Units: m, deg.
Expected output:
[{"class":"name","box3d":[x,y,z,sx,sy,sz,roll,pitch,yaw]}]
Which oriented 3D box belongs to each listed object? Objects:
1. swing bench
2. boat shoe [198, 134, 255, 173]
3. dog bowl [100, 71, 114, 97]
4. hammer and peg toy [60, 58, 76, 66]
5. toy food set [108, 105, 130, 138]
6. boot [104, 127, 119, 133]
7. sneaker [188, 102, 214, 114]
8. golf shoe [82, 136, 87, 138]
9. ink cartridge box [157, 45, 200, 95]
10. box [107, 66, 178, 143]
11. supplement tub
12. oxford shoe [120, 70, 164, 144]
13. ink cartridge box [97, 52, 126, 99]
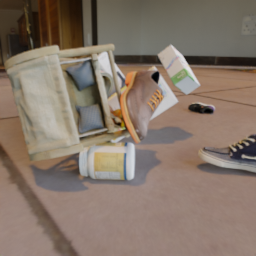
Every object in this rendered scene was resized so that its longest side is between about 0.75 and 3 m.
[{"class":"swing bench","box3d":[-1.433,-0.674,7.015,1.578,2.419,2.432,-9,7,46]},{"class":"boat shoe","box3d":[3.078,0.580,7.655,2.148,0.996,0.802,11,16,9]},{"class":"dog bowl","box3d":[-1.149,-1.489,9.932,1.273,1.273,0.469,-15,46,-41]},{"class":"hammer and peg toy","box3d":[-2.300,-1.950,10.651,0.590,1.232,1.675,37,-11,-31]},{"class":"toy food set","box3d":[-0.427,-0.386,8.377,1.566,0.314,1.081,36,22,4]},{"class":"boot","box3d":[-0.909,-0.231,9.099,0.977,0.480,1.364,48,20,20]},{"class":"sneaker","box3d":[3.733,-0.979,14.358,1.336,0.506,0.585,5,23,18]},{"class":"golf shoe","box3d":[-2.007,-0.496,11.049,0.909,1.037,2.355,-9,28,-19]},{"class":"ink cartridge box","box3d":[1.788,-2.048,9.913,0.618,1.471,1.065,-35,-29,23]},{"class":"box","box3d":[0.211,-0.848,10.074,2.712,1.374,1.525,-34,10,11]},{"class":"supplement tub","box3d":[-0.525,0.859,7.328,1.342,0.971,0.971,1,17,5]},{"class":"oxford shoe","box3d":[0.413,-0.713,7.163,0.944,0.923,2.589,-14,44,18]},{"class":"ink cartridge box","box3d":[-0.997,-1.569,11.631,1.830,2.522,1.056,-26,21,32]}]
